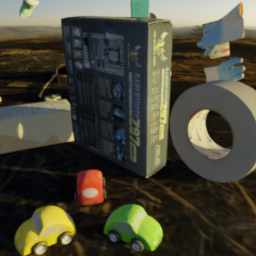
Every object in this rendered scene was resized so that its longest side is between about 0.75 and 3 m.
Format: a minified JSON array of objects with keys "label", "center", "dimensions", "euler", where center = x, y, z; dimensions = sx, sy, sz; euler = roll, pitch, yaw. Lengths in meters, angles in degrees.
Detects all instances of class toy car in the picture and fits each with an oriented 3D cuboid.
[{"label":"toy car","center":[-0.558,1.757,5.867],"dimensions":[2.655,0.629,2.821],"euler":[10,25,23]}]

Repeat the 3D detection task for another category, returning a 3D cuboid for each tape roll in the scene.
[{"label":"tape roll","center":[2.339,0.071,7.313],"dimensions":[0.852,2.578,2.578],"euler":[-21,31,-39]}]

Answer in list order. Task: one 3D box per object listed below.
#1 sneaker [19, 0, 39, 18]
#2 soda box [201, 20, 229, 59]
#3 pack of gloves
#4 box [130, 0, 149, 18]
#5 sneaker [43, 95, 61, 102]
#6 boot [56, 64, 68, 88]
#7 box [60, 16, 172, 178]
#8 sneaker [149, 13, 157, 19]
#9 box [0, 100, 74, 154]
[{"label":"sneaker","center":[-3.394,-4.036,9.447],"dimensions":[0.478,0.766,1.299],"euler":[27,14,-22]},{"label":"soda box","center":[3.315,-3.244,10.490],"dimensions":[0.789,0.850,2.489],"euler":[-9,0,21]},{"label":"pack of gloves","center":[2.451,-2.027,7.906],"dimensions":[0.483,2.055,2.447],"euler":[-4,3,-6]},{"label":"box","center":[0.459,-3.736,11.432],"dimensions":[0.699,2.845,1.171],"euler":[-1,28,0]},{"label":"sneaker","center":[-3.773,-1.435,13.793],"dimensions":[0.419,0.362,0.927],"euler":[12,19,42]},{"label":"boot","center":[-0.885,-1.515,8.091],"dimensions":[2.390,0.880,0.902],"euler":[-2,-5,-5]},{"label":"box","center":[-0.274,-0.691,5.592],"dimensions":[2.241,2.841,0.725],"euler":[20,33,38]},{"label":"sneaker","center":[1.250,-4.271,13.065],"dimensions":[0.986,2.618,1.027],"euler":[0,-16,-23]},{"label":"box","center":[-3.369,-0.079,9.489],"dimensions":[2.979,1.158,1.414],"euler":[-9,25,-21]}]
